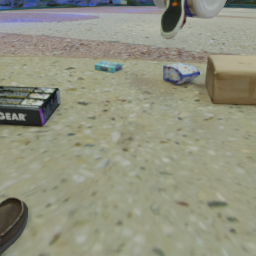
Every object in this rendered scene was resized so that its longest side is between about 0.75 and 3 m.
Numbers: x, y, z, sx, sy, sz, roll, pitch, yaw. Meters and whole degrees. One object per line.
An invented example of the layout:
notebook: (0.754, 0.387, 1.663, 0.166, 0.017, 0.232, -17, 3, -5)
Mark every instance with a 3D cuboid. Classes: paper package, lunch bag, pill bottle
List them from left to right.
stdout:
lunch bag: (2.295, -2.341, 12.106, 1.059, 0.772, 1.246, -17, 25, -30)
pill bottle: (2.166, -5.014, 10.487, 1.579, 1.579, 2.638, -17, 31, -29)
paper package: (4.357, -1.914, 10.743, 2.516, 1.302, 2.398, 3, 29, 7)

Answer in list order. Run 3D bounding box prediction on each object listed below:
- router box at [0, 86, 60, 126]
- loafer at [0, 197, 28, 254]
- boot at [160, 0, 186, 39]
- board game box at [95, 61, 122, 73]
router box: (-3.758, -0.792, 9.368, 2.480, 0.633, 1.849, 3, 29, 5)
loafer: (-2.313, 1.758, 4.678, 0.664, 0.645, 1.817, 6, 29, 11)
boot: (1.194, -2.616, 7.065, 0.530, 1.056, 1.465, 7, 67, 19)
board game box: (-0.964, -3.028, 13.875, 1.096, 0.257, 0.827, 16, 32, 26)
